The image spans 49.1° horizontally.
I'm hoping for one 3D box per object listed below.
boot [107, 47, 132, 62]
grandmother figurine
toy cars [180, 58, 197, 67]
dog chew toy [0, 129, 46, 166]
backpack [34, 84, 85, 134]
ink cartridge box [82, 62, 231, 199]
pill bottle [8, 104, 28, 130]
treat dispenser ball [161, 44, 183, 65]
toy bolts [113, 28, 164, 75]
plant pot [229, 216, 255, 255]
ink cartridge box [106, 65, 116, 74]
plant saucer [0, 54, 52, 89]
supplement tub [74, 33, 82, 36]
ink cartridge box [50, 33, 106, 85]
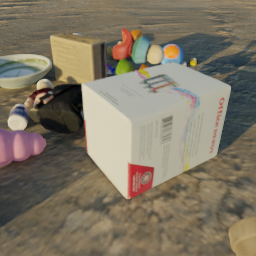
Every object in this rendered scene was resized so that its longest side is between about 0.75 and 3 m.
[{"bbox_3d":[-0.138,-3.907,14.352,1.508,0.547,1.372,-26,55,-24],"label":"boot"},{"bbox_3d":[-2.928,-1.082,9.885,1.383,0.691,2.280,-2,35,-16],"label":"grandmother figurine"},{"bbox_3d":[2.874,-3.143,13.399,1.304,0.289,0.585,-22,38,-29],"label":"toy cars"},{"bbox_3d":[-2.940,0.466,7.285,1.537,0.957,0.957,-5,32,-24],"label":"dog chew toy"},{"bbox_3d":[-1.787,-0.624,8.677,1.542,1.169,1.847,11,34,9],"label":"backpack"},{"bbox_3d":[0.658,-0.137,7.024,2.921,2.123,2.113,-19,37,-28],"label":"ink cartridge box"},{"bbox_3d":[-3.458,-0.378,8.878,0.540,0.540,0.973,-7,33,-10],"label":"pill bottle"},{"bbox_3d":[2.018,-3.320,12.982,1.088,1.088,1.088,0,33,0],"label":"treat dispenser ball"},{"bbox_3d":[0.501,-2.244,8.640,1.392,2.006,1.917,20,78,9],"label":"toy bolts"},{"bbox_3d":[2.365,2.199,4.312,1.434,1.434,1.245,4,49,7],"label":"plant pot"},{"bbox_3d":[-1.211,-2.653,12.705,1.411,0.262,0.668,1,33,-4],"label":"ink cartridge box"},{"bbox_3d":[-4.625,-2.275,11.638,2.925,0.734,2.925,0,33,0],"label":"plant saucer"},{"bbox_3d":[-2.647,-4.083,14.113,1.086,1.086,1.548,-2,33,-3],"label":"supplement tub"},{"bbox_3d":[-1.969,-2.679,11.223,2.261,1.862,0.849,21,38,29],"label":"ink cartridge box"}]
